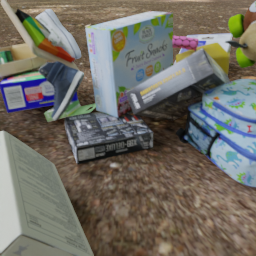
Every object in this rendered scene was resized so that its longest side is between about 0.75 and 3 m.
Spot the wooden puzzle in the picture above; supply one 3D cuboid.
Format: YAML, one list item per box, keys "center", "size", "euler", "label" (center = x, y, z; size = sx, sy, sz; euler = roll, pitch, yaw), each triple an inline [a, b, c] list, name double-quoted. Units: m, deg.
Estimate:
- center: [-2.857, -3.065, 9.639]
  size: [2.417, 0.486, 2.612]
  euler: [54, 14, 20]
  label: "wooden puzzle"

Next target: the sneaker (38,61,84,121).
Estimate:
- center: [-2.053, -1.075, 7.749]
  size: [1.120, 1.551, 0.590]
  euler: [27, 2, -7]
  label: "sneaker"

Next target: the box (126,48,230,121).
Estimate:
- center: [1.462, -0.941, 7.307]
  size: [2.063, 0.629, 2.604]
  euler: [-28, -15, 26]
  label: "box"

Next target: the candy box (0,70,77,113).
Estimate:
- center: [-2.984, -1.392, 9.431]
  size: [2.136, 0.973, 2.526]
  euler: [-12, 19, -16]
  label: "candy box"

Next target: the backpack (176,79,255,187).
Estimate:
- center: [2.731, 0.041, 6.484]
  size: [2.165, 1.739, 2.366]
  euler: [-18, 45, -24]
  label: "backpack"

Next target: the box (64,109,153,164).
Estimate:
- center: [-0.585, 0.118, 7.778]
  size: [2.098, 0.522, 1.655]
  euler: [-11, 32, -18]
  label: "box"

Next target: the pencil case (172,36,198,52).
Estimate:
- center: [1.960, -2.958, 9.862]
  size: [0.977, 0.443, 0.457]
  euler: [14, -7, 12]
  label: "pencil case"

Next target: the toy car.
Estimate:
- center: [2.606, -1.870, 5.481]
  size: [1.443, 1.386, 1.756]
  euler: [-11, 8, 42]
  label: "toy car"

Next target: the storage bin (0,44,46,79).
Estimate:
- center: [-4.144, -2.260, 9.495]
  size: [1.934, 0.913, 1.948]
  euler: [5, 25, 37]
  label: "storage bin"

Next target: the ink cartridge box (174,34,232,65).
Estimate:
- center: [3.485, -3.450, 12.871]
  size: [2.186, 0.520, 2.212]
  euler: [8, 53, 29]
  label: "ink cartridge box"

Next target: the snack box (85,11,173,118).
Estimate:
- center: [0.204, -2.011, 8.403]
  size: [0.976, 2.432, 2.884]
  euler: [19, 36, 34]
  label: "snack box"

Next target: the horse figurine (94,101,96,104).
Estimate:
- center: [-0.900, -0.843, 9.709]
  size: [0.781, 0.195, 0.517]
  euler: [27, 45, 29]
  label: "horse figurine"

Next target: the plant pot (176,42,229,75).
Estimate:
- center: [2.555, -1.940, 10.123]
  size: [1.575, 1.786, 1.786]
  euler: [-3, 30, 6]
  label: "plant pot"

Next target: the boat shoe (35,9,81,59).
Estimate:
- center: [-2.263, -2.907, 9.026]
  size: [0.650, 0.716, 1.948]
  euler: [-34, 78, -14]
  label: "boat shoe"

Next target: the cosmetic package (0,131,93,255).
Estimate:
- center: [-1.694, 1.302, 4.540]
  size: [1.003, 1.420, 2.744]
  euler: [-45, 36, 0]
  label: "cosmetic package"

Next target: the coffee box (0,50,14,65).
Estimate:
- center: [-4.176, -2.196, 9.391]
  size: [1.121, 0.689, 0.246]
  euler: [3, 22, 44]
  label: "coffee box"

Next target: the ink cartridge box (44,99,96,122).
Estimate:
- center: [-1.715, -0.627, 8.724]
  size: [1.443, 0.346, 1.050]
  euler: [-13, 18, 18]
  label: "ink cartridge box"
